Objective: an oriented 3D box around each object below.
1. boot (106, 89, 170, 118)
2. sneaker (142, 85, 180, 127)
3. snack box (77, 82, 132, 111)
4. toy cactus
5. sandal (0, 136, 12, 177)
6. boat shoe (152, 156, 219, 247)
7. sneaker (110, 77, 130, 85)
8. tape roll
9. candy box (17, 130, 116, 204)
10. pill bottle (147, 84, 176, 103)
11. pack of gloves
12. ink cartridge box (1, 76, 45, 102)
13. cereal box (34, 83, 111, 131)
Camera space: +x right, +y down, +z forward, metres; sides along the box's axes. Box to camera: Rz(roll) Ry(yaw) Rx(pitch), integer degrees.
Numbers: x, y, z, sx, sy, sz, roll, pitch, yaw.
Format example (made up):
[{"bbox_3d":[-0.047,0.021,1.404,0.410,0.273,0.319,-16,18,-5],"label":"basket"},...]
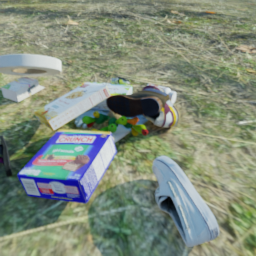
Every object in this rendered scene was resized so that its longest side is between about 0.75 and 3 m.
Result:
[{"bbox_3d":[0.377,-0.958,10.508,2.389,0.893,1.158,8,26,34],"label":"boot"},{"bbox_3d":[0.993,-0.989,11.510,1.200,0.998,2.663,-1,34,-30],"label":"sneaker"},{"bbox_3d":[-1.180,-1.432,12.540,2.441,0.647,1.736,6,29,13],"label":"snack box"},{"bbox_3d":[-0.504,-0.165,10.644,2.390,1.222,1.972,-1,22,-2],"label":"toy cactus"},{"bbox_3d":[-4.202,0.874,9.262,0.457,0.718,1.909,-11,35,-23],"label":"sandal"},{"bbox_3d":[1.210,1.887,7.587,0.963,1.055,2.931,-18,42,-14],"label":"boat shoe"},{"bbox_3d":[-0.389,-2.109,13.483,0.558,0.566,1.481,15,-1,-30],"label":"sneaker"},{"bbox_3d":[-4.543,-2.830,12.890,2.928,0.535,2.928,-2,3,0],"label":"tape roll"},{"bbox_3d":[-1.745,1.052,8.620,2.034,0.926,2.405,1,31,20],"label":"candy box"},{"bbox_3d":[1.466,-1.513,12.778,1.351,0.758,0.758,20,39,26],"label":"pill bottle"},{"bbox_3d":[-0.631,-0.590,11.583,2.458,0.577,2.925,27,42,33],"label":"pack of gloves"},{"bbox_3d":[-5.056,-1.974,13.590,1.041,0.598,1.777,17,38,25],"label":"ink cartridge box"},{"bbox_3d":[-2.148,-0.907,10.683,2.559,0.506,1.841,-35,28,-22],"label":"cereal box"}]
